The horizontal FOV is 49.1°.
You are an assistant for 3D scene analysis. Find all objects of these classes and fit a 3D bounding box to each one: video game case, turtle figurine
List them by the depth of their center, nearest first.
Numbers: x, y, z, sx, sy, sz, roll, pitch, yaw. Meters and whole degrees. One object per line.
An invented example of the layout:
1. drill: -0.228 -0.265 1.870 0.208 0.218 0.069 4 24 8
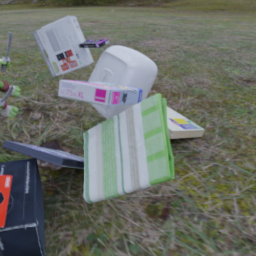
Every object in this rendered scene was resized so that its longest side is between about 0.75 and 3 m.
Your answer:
1. video game case: -2.233 0.961 9.193 2.126 0.282 2.977 13 -5 21
2. turtle figurine: -4.193 -1.352 9.429 2.496 2.420 1.796 -32 74 -5

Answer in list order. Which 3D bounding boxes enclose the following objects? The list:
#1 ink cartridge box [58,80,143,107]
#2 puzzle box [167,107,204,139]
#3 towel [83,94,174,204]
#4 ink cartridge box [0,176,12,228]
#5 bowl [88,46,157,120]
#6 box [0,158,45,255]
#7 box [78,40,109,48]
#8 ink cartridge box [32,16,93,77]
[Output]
1. ink cartridge box: -0.553 -0.936 7.487 1.420 0.499 2.380 14 10 23
2. puzzle box: 1.686 -0.370 12.521 1.959 0.374 2.945 -1 26 -35
3. towel: -0.094 0.559 6.292 0.393 2.563 1.912 20 57 -42
4. ink cartridge box: -3.266 1.474 6.059 1.245 0.312 1.434 4 40 -17
5. bowl: -0.457 -1.587 9.771 0.968 2.593 2.590 18 17 -44
6. box: -3.623 2.303 7.405 2.560 1.614 2.604 -8 33 -12
7. box: -1.227 -3.007 10.010 0.901 0.163 0.644 9 33 26
8. ink cartridge box: -2.445 -3.057 10.638 1.607 1.830 0.767 -17 18 12
